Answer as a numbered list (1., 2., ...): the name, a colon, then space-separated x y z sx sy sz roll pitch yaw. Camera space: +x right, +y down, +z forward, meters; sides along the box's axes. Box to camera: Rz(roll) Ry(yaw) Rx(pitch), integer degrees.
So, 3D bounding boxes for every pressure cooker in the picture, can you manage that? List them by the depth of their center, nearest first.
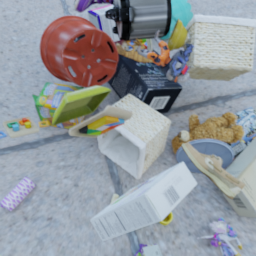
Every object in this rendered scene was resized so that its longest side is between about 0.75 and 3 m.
1. pressure cooker: 0.287 -4.191 10.198 2.270 1.996 2.027 -8 72 -7

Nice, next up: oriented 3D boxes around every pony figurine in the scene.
1. pony figurine: 2.898 3.406 8.679 1.213 1.046 1.256 7 43 -35

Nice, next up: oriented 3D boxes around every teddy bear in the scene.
1. teddy bear: 2.901 0.213 10.439 2.705 0.903 1.961 -6 60 17

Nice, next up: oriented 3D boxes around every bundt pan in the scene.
1. bundt pan: -2.672 -4.066 14.034 2.385 0.895 2.385 0 53 0

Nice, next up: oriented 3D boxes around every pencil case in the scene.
1. pencil case: -3.806 2.263 9.669 0.541 0.531 1.266 6 44 44

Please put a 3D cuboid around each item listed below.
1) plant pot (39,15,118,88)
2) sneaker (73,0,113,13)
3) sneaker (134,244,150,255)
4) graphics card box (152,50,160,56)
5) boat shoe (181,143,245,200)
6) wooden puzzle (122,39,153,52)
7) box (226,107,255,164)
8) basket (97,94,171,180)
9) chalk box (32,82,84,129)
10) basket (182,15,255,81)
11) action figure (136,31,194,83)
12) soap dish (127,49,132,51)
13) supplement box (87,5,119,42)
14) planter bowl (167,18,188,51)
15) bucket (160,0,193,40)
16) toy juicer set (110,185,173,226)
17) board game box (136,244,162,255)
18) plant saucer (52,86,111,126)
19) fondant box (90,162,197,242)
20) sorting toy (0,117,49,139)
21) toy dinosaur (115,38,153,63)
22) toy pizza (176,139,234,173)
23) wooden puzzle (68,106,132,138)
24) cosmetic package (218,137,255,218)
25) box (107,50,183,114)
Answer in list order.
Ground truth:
1. plant pot: -1.620 -2.563 9.782 2.519 2.519 2.449 -23 29 -16
2. sneaker: -0.855 -5.206 10.855 2.832 1.142 1.181 -38 96 -18
3. sneaker: 0.322 4.107 8.438 0.517 0.499 1.238 8 44 24
4. graphics card box: 0.911 -3.408 13.902 1.300 0.331 0.815 -28 58 -20
5. boat shoe: 2.137 0.968 7.154 1.815 0.647 0.585 45 97 8
6. wooden puzzle: 0.424 -4.270 14.281 1.565 0.362 1.450 -5 44 4
7. box: 4.430 0.259 11.123 2.466 0.492 1.688 -21 55 -15
8. basket: 0.150 0.288 10.162 2.118 2.099 1.704 34 57 23
9. chalk box: -2.915 -0.912 11.474 2.139 1.331 1.324 8 54 7
10. basket: 3.163 -2.790 10.230 2.231 2.211 1.794 2 89 -3
11. action figure: 1.264 -2.081 8.481 1.702 0.920 1.760 46 50 -2
12. soap dish: -0.360 -3.012 13.076 1.636 1.287 0.664 -25 93 -17
13. supplement box: -0.345 -5.574 14.512 2.980 1.540 1.508 -22 37 -14
14. planter bowl: 1.745 -3.130 9.739 0.495 1.187 1.187 20 55 -2
15. bucket: 2.148 -5.803 14.619 1.447 2.223 2.223 -32 60 -17
16. toy juicer set: 0.239 2.574 9.360 2.328 0.633 1.481 -5 54 -3
17. board game box: 0.513 3.449 7.278 0.464 0.900 0.472 -6 50 -22
18. plant saucer: -1.486 -0.733 8.425 1.554 1.556 0.373 -22 79 -36
19. fondant box: 0.325 1.734 6.519 1.579 2.189 0.638 -26 82 -46
20. sorting toy: -3.303 -0.083 8.612 1.694 0.231 0.954 -16 37 -31
21. toy dinosaur: 0.567 -2.511 9.961 2.351 0.710 1.248 7 41 -20
22. toy pizza: 2.641 0.948 9.735 1.950 1.950 0.309 5 49 4
23. wooden puzzle: -0.737 -0.087 7.950 1.481 1.370 0.276 -31 71 24
24. cosmetic package: 4.522 1.486 9.538 2.950 1.078 1.527 -39 95 -23
25. box: 0.561 -1.926 11.738 1.980 1.428 2.668 -10 50 -39
